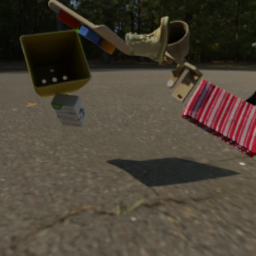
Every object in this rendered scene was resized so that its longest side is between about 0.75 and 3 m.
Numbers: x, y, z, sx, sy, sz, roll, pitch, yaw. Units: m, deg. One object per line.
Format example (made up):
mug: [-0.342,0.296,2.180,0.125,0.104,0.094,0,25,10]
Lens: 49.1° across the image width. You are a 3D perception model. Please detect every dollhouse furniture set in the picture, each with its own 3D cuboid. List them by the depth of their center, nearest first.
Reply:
dollhouse furniture set: [1.775,-2.343,11.921,1.722,1.476,1.811,41,12,36]

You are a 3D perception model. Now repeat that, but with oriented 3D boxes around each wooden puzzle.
wooden puzzle: [-0.914,-2.308,6.778,1.725,0.399,1.598,33,8,24]

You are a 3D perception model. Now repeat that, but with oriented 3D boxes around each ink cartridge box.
ink cartridge box: [-1.927,-0.560,9.252,0.836,1.146,0.482,8,58,13]

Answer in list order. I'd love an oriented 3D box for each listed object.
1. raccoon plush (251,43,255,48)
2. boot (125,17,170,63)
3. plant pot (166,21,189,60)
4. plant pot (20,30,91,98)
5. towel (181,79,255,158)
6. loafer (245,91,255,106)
raccoon plush: [3.866,-2.018,7.747,0.685,1.022,0.494,-12,0,-4]
boot: [0.556,-2.657,8.351,1.284,0.598,1.660,13,-25,4]
plant pot: [1.669,-2.969,9.804,1.125,1.125,0.976,10,-24,32]
plant pot: [-2.359,-1.897,9.110,1.750,1.750,1.543,-15,-11,-20]
towel: [1.852,-0.222,5.184,1.491,0.168,1.078,31,60,8]
loafer: [4.656,-1.151,9.893,0.485,0.488,1.341,-37,-3,-31]
